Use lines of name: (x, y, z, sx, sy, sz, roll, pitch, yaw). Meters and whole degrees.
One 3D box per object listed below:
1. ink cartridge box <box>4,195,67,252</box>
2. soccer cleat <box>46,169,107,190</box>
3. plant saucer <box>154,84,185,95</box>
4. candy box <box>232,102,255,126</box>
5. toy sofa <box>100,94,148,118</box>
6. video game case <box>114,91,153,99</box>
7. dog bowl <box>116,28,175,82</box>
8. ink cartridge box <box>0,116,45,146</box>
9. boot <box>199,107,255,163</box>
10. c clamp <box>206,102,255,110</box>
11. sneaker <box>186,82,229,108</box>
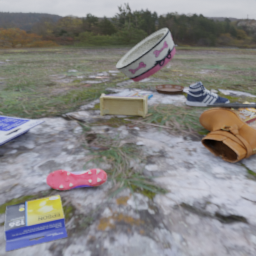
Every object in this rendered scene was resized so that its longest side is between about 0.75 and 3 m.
ink cartridge box: (-2.010, 1.994, 6.055, 1.208, 0.287, 1.222, -7, 20, -19)
soccer cleat: (-1.358, 1.389, 7.466, 1.610, 0.537, 0.616, -7, -22, 7)
plant saucer: (2.570, -2.369, 17.381, 1.863, 0.321, 1.863, 1, 21, 0)
candy box: (5.047, -0.531, 11.956, 0.973, 0.466, 1.685, -23, 21, 4)
toy sofa: (-0.192, -1.105, 13.238, 2.213, 0.916, 1.080, 3, 22, 8)
video game case: (0.319, -1.833, 16.186, 1.886, 0.168, 1.350, 10, 23, 25)
dog bowl: (0.679, -2.472, 9.795, 2.199, 0.811, 2.199, -33, 22, 15)
ink cartridge box: (-4.973, 0.277, 10.067, 2.870, 0.674, 2.836, 8, 21, 16)
boot: (3.209, 0.170, 9.777, 2.278, 1.085, 2.945, -22, 27, -35)
c clamp: (4.485, -0.848, 11.234, 2.228, 0.353, 2.608, -3, 6, -13)
sneaker: (4.141, -1.730, 14.449, 2.221, 1.205, 0.778, 1, 21, 2)
